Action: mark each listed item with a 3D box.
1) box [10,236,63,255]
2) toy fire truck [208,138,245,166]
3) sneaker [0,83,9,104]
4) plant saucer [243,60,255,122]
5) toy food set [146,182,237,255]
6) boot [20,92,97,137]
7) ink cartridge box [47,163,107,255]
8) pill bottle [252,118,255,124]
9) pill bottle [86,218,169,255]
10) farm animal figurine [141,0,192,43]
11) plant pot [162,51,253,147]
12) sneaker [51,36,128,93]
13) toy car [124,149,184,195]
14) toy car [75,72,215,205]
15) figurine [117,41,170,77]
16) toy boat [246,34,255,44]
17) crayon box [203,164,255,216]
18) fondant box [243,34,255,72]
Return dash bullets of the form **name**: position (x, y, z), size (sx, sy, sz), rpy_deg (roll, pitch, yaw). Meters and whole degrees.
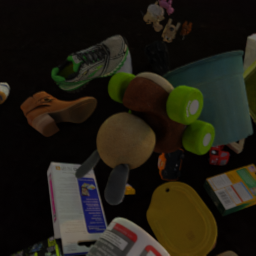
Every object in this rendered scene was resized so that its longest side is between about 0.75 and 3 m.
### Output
- **box**: position (-2.371, 3.242, 6.321), size (1.819, 1.884, 0.448), rpy_deg (-17, 92, -18)
- **toy fire truck**: position (3.472, 0.560, 9.714), size (1.290, 0.446, 1.829), rpy_deg (8, 47, 8)
- **sneaker**: position (-6.123, -1.501, 11.545), size (2.393, 0.901, 1.055), rpy_deg (7, 36, -4)
- **plant saucer**: position (3.829, -1.006, 7.954), size (0.425, 1.776, 1.774), rpy_deg (-19, 67, -30)
- **toy food set**: position (1.569, 2.726, 7.471), size (1.548, 0.860, 2.632), rpy_deg (-33, 48, 2)
- **boot**: position (-2.707, -0.877, 10.804), size (2.570, 0.947, 1.988), rpy_deg (-29, 48, -28)
- **ink cartridge box**: position (-1.401, 2.194, 7.747), size (1.339, 0.524, 2.827), rpy_deg (10, 37, -30)
- **pill bottle**: position (5.109, -0.427, 10.289), size (0.985, 0.985, 1.693), rpy_deg (-4, 47, -4)
- **pill bottle**: position (-0.520, 3.559, 5.871), size (1.668, 1.668, 2.929), rpy_deg (29, 60, 25)
- **farm animal figurine**: position (1.306, -3.696, 10.051), size (1.453, 1.799, 0.905), rpy_deg (21, 85, 53)
- **plant pot**: position (2.085, -0.617, 6.988), size (2.008, 2.008, 1.967), rpy_deg (-17, 92, -15)
- **sneaker**: position (-0.903, -1.544, 6.757), size (2.058, 0.877, 0.803), rpy_deg (-32, 77, 9)
- **toy car**: position (0.652, 1.237, 8.728), size (2.227, 1.093, 0.741), rpy_deg (-12, 15, -20)
- **toy car**: position (0.124, 0.332, 5.857), size (2.108, 2.025, 2.567), rpy_deg (22, 66, 43)
- **figurine**: position (0.653, -2.392, 12.152), size (2.894, 1.246, 2.823), rpy_deg (-9, 51, -8)
- **toy boat**: position (6.882, -3.817, 13.082), size (2.567, 1.678, 1.675), rpy_deg (35, 56, 29)
- **crayon box**: position (3.330, 1.850, 8.470), size (1.717, 0.443, 1.079), rpy_deg (-15, 48, -13)
- **fondant box**: position (4.381, -1.461, 8.585), size (0.707, 2.428, 1.751), rpy_deg (-22, 40, -14)
